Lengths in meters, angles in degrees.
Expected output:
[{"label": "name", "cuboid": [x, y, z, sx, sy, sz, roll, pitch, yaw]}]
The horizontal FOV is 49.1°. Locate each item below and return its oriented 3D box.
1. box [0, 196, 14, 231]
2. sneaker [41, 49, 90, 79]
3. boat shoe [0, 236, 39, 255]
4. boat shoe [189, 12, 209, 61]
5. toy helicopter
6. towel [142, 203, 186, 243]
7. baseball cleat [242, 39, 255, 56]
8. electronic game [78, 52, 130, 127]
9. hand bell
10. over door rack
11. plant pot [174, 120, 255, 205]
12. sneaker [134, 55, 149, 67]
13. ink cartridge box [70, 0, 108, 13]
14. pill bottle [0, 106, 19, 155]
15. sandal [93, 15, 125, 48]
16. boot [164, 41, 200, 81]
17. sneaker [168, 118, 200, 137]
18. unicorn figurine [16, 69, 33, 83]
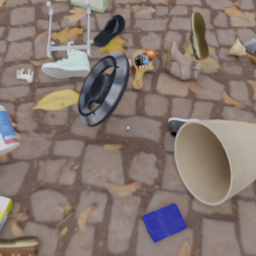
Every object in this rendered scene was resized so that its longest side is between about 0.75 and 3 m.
[{"label": "box", "cuboid": [-4.507, 3.032, 8.738, 1.094, 0.451, 1.865, 13, 57, 7]}, {"label": "sneaker", "cuboid": [-2.709, -2.836, 12.207, 2.017, 0.742, 1.189, -2, 63, -12]}, {"label": "boat shoe", "cuboid": [-3.597, 3.566, 8.051, 1.969, 0.709, 0.665, 3, 82, -21]}, {"label": "boat shoe", "cuboid": [2.586, -3.439, 10.621, 0.652, 0.578, 1.782, -10, 93, -29]}, {"label": "toy helicopter", "cuboid": [0.427, -2.543, 12.081, 1.298, 0.774, 1.963, 11, 70, 0]}, {"label": "towel", "cuboid": [1.141, 2.998, 8.869, 1.198, 0.297, 0.885, -19, 67, -12]}, {"label": "baseball cleat", "cuboid": [6.138, -3.310, 12.538, 2.042, 0.712, 1.087, 14, 59, 10]}, {"label": "electronic game", "cuboid": [-0.880, -1.320, 9.485, 0.567, 2.726, 2.726, 25, 51, -33]}, {"label": "hand bell", "cuboid": [5.371, -3.256, 12.640, 1.580, 0.823, 0.823, 34, 63, 5]}, {"label": "over door rack", "cuboid": [-2.686, -4.459, 13.008, 2.012, 0.907, 2.723, -3, 78, -1]}, {"label": "plant pot", "cuboid": [3.413, 0.840, 9.131, 2.789, 2.612, 2.612, -11, 57, -24]}, {"label": "sneaker", "cuboid": [0.356, -2.176, 9.079, 0.379, 0.324, 0.914, -20, 22, -12]}, {"label": "ink cartridge box", "cuboid": [-2.020, -7.298, 13.830, 1.993, 2.738, 0.657, 21, 57, 13]}, {"label": "pill bottle", "cuboid": [-3.930, -0.079, 8.174, 0.946, 0.946, 1.685, -21, 88, -13]}, {"label": "sandal", "cuboid": [-0.835, -4.787, 13.583, 0.876, 0.493, 2.304, 23, 61, 14]}, {"label": "boot", "cuboid": [2.435, -2.924, 12.379, 1.505, 0.723, 2.058, 15, 60, 2]}, {"label": "sneaker", "cuboid": [2.240, 0.078, 10.563, 1.481, 0.524, 0.734, 5, 60, 10]}, {"label": "unicorn figurine", "cuboid": [-4.390, -2.240, 12.126, 0.944, 0.349, 0.648, -1, 67, 16]}]
